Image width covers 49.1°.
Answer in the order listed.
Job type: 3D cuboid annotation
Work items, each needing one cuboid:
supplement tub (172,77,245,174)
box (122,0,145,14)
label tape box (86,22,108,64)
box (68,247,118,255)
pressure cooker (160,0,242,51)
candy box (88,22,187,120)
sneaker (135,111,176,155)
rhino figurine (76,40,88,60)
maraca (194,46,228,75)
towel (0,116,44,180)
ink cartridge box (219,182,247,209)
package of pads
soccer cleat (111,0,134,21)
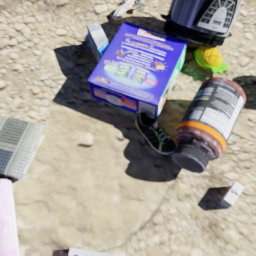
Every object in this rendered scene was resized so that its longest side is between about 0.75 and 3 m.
[{"bbox_3d":[2.267,-0.064,8.119,1.458,1.458,2.727,27,66,13],"label":"supplement tub"},{"bbox_3d":[0.226,-5.056,11.466,0.605,0.187,0.757,-33,67,-14],"label":"box"},{"bbox_3d":[-0.960,-2.767,9.764,0.482,1.045,1.459,-21,64,-11],"label":"label tape box"},{"bbox_3d":[-0.546,3.844,6.631,2.044,0.421,1.594,7,62,3],"label":"box"},{"bbox_3d":[2.538,-3.918,9.590,2.272,2.584,2.308,32,33,22],"label":"pressure cooker"},{"bbox_3d":[0.387,-1.946,9.307,2.377,1.083,2.812,21,65,12],"label":"candy box"},{"bbox_3d":[0.786,0.145,8.415,0.601,0.693,1.675,-41,69,-21],"label":"sneaker"},{"bbox_3d":[-1.705,-2.833,10.247,0.390,0.267,0.892,3,64,2],"label":"rhino figurine"},{"bbox_3d":[2.891,-2.351,9.737,0.918,0.716,1.339,-29,66,-22],"label":"maraca"},{"bbox_3d":[-3.605,0.534,8.478,1.785,0.320,1.854,12,63,10],"label":"towel"},{"bbox_3d":[2.882,1.785,7.687,0.277,0.470,0.817,37,68,17],"label":"ink cartridge box"},{"bbox_3d":[-3.575,2.569,7.040,1.415,0.888,2.348,-14,63,-10],"label":"package of pads"},{"bbox_3d":[-0.214,-4.733,11.092,0.428,0.382,1.103,38,85,24],"label":"soccer cleat"}]
